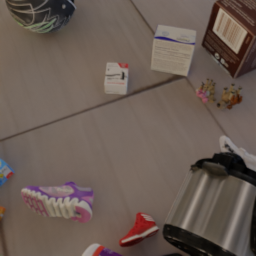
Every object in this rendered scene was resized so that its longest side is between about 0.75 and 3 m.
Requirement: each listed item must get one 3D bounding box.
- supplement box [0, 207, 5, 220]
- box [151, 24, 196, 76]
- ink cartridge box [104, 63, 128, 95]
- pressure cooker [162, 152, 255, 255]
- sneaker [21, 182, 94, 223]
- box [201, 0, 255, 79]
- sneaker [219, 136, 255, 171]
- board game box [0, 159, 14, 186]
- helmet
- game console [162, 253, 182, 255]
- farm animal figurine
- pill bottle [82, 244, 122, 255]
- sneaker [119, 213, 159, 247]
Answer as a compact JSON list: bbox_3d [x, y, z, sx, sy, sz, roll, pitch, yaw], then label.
[{"bbox_3d":[-4.017,2.766,8.478,0.254,0.263,0.764,15,64,0],"label":"supplement box"},{"bbox_3d":[1.779,-3.062,11.156,1.563,1.700,0.892,12,59,7],"label":"box"},{"bbox_3d":[-0.463,-1.980,11.205,0.880,0.511,1.220,3,59,2],"label":"ink cartridge box"},{"bbox_3d":[2.510,2.118,7.402,2.572,2.533,2.880,29,67,4],"label":"pressure cooker"},{"bbox_3d":[-2.067,2.105,8.564,2.383,0.958,1.053,7,39,15],"label":"sneaker"},{"bbox_3d":[4.963,-3.923,11.320,2.804,2.303,2.326,-25,62,-14],"label":"box"},{"bbox_3d":[3.914,0.992,9.112,1.177,0.770,2.049,-28,69,2],"label":"sneaker"},{"bbox_3d":[-5.488,1.552,8.957,2.495,0.697,2.443,31,64,17],"label":"board game box"},{"bbox_3d":[-3.728,-5.498,11.960,2.991,2.991,2.851,-3,79,-2],"label":"helmet"},{"bbox_3d":[0.424,4.453,6.737,2.793,2.384,1.653,-9,86,-5],"label":"game console"},{"bbox_3d":[3.373,-1.160,10.612,1.672,0.841,1.350,12,41,11],"label":"farm animal figurine"},{"bbox_3d":[-0.057,4.002,6.805,2.573,1.447,1.447,20,61,14],"label":"pill bottle"},{"bbox_3d":[0.215,2.989,8.306,1.254,0.491,0.724,-13,51,-22],"label":"sneaker"}]
